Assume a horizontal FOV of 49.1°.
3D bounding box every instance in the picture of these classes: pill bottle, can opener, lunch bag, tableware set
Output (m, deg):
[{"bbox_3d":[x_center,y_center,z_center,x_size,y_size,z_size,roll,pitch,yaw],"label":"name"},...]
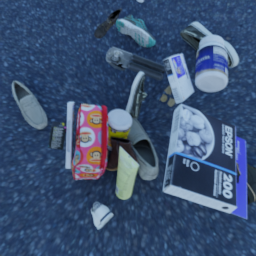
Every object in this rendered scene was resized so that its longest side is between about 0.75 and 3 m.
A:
[{"bbox_3d":[3.128,-2.432,10.517,1.146,1.146,1.980,8,63,4],"label":"pill bottle"},{"bbox_3d":[-0.433,0.143,9.949,0.872,1.595,0.872,7,52,-9],"label":"pill bottle"},{"bbox_3d":[0.286,-2.589,11.591,2.547,0.852,0.679,22,79,5],"label":"can opener"},{"bbox_3d":[-1.318,0.401,9.364,1.099,2.682,2.362,2,68,-13],"label":"lunch bag"},{"bbox_3d":[1.609,-1.212,10.734,0.704,0.843,0.098,-59,39,13],"label":"tableware set"}]

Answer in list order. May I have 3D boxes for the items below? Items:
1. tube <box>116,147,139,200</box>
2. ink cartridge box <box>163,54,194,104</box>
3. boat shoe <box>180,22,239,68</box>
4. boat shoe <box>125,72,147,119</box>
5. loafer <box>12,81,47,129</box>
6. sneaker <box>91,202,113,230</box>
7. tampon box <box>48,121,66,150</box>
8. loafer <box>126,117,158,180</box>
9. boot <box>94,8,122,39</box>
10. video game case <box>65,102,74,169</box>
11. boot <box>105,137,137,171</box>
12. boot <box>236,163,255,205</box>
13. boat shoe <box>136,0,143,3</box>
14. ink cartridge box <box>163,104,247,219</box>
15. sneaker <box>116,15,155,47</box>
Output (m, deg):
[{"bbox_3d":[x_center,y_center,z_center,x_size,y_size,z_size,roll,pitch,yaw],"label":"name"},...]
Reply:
[{"bbox_3d":[-0.051,1.557,9.083,0.652,2.246,0.583,8,48,2],"label":"tube"},{"bbox_3d":[1.786,-1.760,9.764,0.334,1.541,1.527,-14,101,31],"label":"ink cartridge box"},{"bbox_3d":[3.530,-3.542,12.457,0.939,1.042,2.948,-35,63,-13],"label":"boat shoe"},{"bbox_3d":[0.394,-1.167,10.179,0.545,1.712,0.605,22,23,16],"label":"boat shoe"},{"bbox_3d":[-4.008,-0.924,11.183,0.819,0.817,2.342,-36,68,-16],"label":"loafer"},{"bbox_3d":[-0.879,2.745,8.837,0.635,1.578,0.603,42,60,11],"label":"sneaker"},{"bbox_3d":[-2.261,0.243,8.976,0.475,0.564,0.752,9,107,-15],"label":"tampon box"},{"bbox_3d":[0.476,0.584,10.239,0.938,0.936,2.684,-11,56,-21],"label":"loafer"},{"bbox_3d":[-0.814,-4.112,10.963,0.447,1.124,1.292,43,87,-12],"label":"boot"},{"bbox_3d":[-1.969,0.184,9.504,0.189,1.499,2.093,2,96,-9],"label":"video game case"},{"bbox_3d":[-0.421,0.870,9.769,1.638,1.363,0.593,7,36,34],"label":"boot"},{"bbox_3d":[4.344,1.464,10.085,1.475,0.826,2.133,-19,78,-14],"label":"boot"},{"bbox_3d":[0.518,-6.900,14.478,0.365,0.324,0.992,-22,65,-11],"label":"boat shoe"},{"bbox_3d":[2.535,0.956,8.343,2.789,0.605,2.763,21,57,-12],"label":"ink cartridge box"},{"bbox_3d":[0.516,-4.630,13.087,2.197,0.852,1.002,39,66,16],"label":"sneaker"}]
